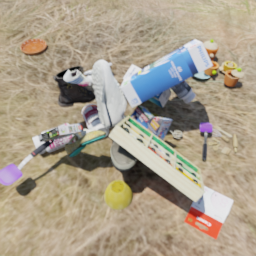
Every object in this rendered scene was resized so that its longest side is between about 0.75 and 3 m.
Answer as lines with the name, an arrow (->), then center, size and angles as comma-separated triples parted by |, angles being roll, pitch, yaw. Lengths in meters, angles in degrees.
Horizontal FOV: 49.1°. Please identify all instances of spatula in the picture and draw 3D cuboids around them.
spatula -> -3.138, 0.997, 8.780 | 0.575, 0.209, 2.034 | 42, 68, 13
spatula -> 2.843, 0.460, 10.300 | 0.466, 0.169, 1.648 | 4, 58, 14

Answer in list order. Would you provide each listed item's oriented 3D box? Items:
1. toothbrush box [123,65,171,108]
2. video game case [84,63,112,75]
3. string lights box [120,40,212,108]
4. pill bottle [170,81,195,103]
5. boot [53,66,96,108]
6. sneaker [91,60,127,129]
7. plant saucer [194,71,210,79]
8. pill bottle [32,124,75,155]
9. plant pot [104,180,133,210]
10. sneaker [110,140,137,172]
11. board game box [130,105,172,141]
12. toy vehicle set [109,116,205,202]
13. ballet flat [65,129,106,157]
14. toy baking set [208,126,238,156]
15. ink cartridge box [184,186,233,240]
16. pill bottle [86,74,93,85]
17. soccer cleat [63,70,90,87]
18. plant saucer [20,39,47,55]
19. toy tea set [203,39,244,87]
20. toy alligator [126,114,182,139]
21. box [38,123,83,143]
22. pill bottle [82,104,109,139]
toothbrush box -> 0.795, -1.666, 11.356 | 1.731, 1.267, 0.738 | 31, 87, 20
video game case -> -1.413, -2.725, 12.960 | 1.106, 0.127, 1.007 | -27, 17, -20
string lights box -> 1.201, -1.798, 9.223 | 2.798, 0.825, 1.438 | -27, 16, 14
pill bottle -> 2.136, -1.542, 11.153 | 1.107, 0.641, 0.641 | 44, 51, -17
boot -> -1.634, -1.467, 9.450 | 1.827, 1.590, 0.632 | -25, 66, -28
sneaker -> -0.568, -1.130, 9.246 | 0.960, 2.384, 0.911 | -17, 36, -17
plant saucer -> 3.324, -2.499, 13.074 | 0.952, 0.183, 0.952 | 7, 43, -7
pill bottle -> -2.689, 0.417, 10.168 | 1.373, 0.778, 0.778 | -22, 52, -18
plant pot -> -0.310, 2.023, 8.841 | 0.921, 0.654, 0.921 | 0, 49, 0
sneaker -> -0.094, 0.987, 8.905 | 0.895, 1.271, 2.392 | 0, 24, -1
board game box -> 0.703, 0.030, 9.518 | 0.490, 1.589, 1.590 | -1, 45, -44
toy vehicle set -> 0.889, 0.774, 8.141 | 2.900, 0.384, 1.802 | 37, 15, 1
ballet flat -> -1.419, 0.369, 8.803 | 1.717, 0.607, 0.607 | -32, 42, 34
toy baking set -> 3.593, 0.429, 10.571 | 1.063, 0.161, 1.385 | 12, 50, 11
ink cartridge box -> 2.487, 2.546, 8.617 | 1.076, 0.378, 1.324 | 25, 49, 20
pill bottle -> -1.401, -2.285, 12.728 | 0.934, 0.512, 0.512 | -26, 54, -21
soccer cleat -> -1.503, -1.541, 8.602 | 0.367, 0.454, 1.051 | 42, 27, 25
plant saucer -> -4.927, -4.216, 14.633 | 1.338, 0.216, 1.338 | -1, 48, 1
toy tea set -> 4.169, -3.140, 12.980 | 1.758, 1.094, 2.956 | -31, 56, -33
toy alligator -> 0.970, -0.233, 10.792 | 2.397, 0.576, 0.794 | 16, 47, 18
box -> -2.067, 0.160, 8.511 | 0.794, 1.442, 0.250 | -10, 86, -40
pill bottle -> -1.250, -0.241, 10.765 | 0.755, 0.755, 1.322 | -17, 51, -15
